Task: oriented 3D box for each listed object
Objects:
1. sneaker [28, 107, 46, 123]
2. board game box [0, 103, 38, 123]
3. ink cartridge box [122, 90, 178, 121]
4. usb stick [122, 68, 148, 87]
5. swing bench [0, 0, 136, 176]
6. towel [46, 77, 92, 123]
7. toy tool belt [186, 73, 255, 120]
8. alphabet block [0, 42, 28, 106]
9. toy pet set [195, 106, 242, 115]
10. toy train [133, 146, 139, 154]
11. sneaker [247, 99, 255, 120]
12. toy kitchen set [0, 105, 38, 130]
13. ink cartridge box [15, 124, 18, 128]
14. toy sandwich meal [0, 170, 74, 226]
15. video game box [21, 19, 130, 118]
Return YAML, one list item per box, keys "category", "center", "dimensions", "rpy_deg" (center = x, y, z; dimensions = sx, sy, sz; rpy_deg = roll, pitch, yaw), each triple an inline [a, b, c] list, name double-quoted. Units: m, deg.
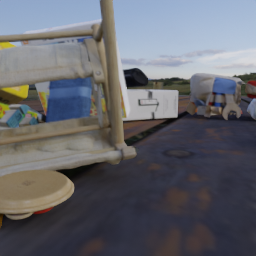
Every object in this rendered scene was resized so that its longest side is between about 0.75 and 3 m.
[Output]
- category: "sneaker"
  center: [-2.985, -0.295, 9.132]
  dimensions: [1.055, 0.467, 0.391]
  rpy_deg: [26, -12, 2]
- category: "board game box"
  center: [-3.553, -0.460, 8.023]
  dimensions: [1.724, 0.411, 0.876]
  rpy_deg: [16, -3, -12]
- category: "ink cartridge box"
  center: [0.316, -0.919, 10.780]
  dimensions: [2.600, 1.096, 1.898]
  rpy_deg: [-5, 9, -28]
- category: "usb stick"
  center: [-0.182, -1.878, 10.700]
  dimensions: [0.803, 0.472, 2.897]
  rpy_deg: [35, -9, -25]
- category: "swing bench"
  center: [-1.181, -0.457, 3.739]
  dimensions: [2.103, 2.114, 1.372]
  rpy_deg: [-8, 3, -12]
- category: "towel"
  center: [-1.362, -0.678, 6.608]
  dimensions: [1.058, 1.894, 0.460]
  rpy_deg: [-1, -15, 15]
- category: "toy tool belt"
  center: [3.618, -1.084, 10.698]
  dimensions: [2.782, 1.709, 1.737]
  rpy_deg: [17, 21, 31]
- category: "alphabet block"
  center: [-5.238, -2.001, 10.692]
  dimensions: [2.172, 2.122, 2.133]
  rpy_deg: [-21, -28, 37]
- category: "toy pet set"
  center: [3.845, -1.234, 12.890]
  dimensions: [2.003, 1.139, 2.145]
  rpy_deg: [-7, 11, -42]
- category: "toy train"
  center: [-0.218, 0.439, 4.779]
  dimensions: [0.935, 0.160, 0.214]
  rpy_deg: [-6, -6, -33]
- category: "sneaker"
  center: [5.104, -0.719, 10.793]
  dimensions: [2.505, 0.881, 1.004]
  rpy_deg: [-34, -11, -50]
- category: "toy kitchen set"
  center: [-2.401, 0.116, 6.277]
  dimensions: [0.682, 0.928, 1.158]
  rpy_deg: [2, 45, 21]
- category: "ink cartridge box"
  center: [-3.019, 0.071, 6.497]
  dimensions: [0.891, 0.383, 0.653]
  rpy_deg: [-3, 10, -23]
- category: "toy sandwich meal"
  center: [-0.960, 0.670, 2.692]
  dimensions: [0.945, 0.324, 0.945]
  rpy_deg: [1, 12, 0]
- category: "video game box"
  center: [-1.462, -1.523, 8.146]
  dimensions: [2.580, 2.831, 0.663]
  rpy_deg: [-4, 28, 14]
